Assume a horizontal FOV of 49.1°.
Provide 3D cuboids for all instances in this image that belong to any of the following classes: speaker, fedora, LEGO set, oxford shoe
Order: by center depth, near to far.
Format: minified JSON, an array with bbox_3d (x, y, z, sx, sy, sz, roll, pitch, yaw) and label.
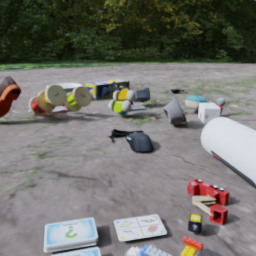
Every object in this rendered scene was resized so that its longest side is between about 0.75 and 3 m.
[{"bbox_3d":[0.091,1.514,3.517,2.290,0.562,1.711,-4,20,-13],"label":"LEGO set"},{"bbox_3d":[2.539,0.526,5.961,1.021,1.021,2.514,-3,17,-11],"label":"speaker"},{"bbox_3d":[1.565,-0.474,9.582,0.549,1.076,1.217,-27,-13,6],"label":"fedora"},{"bbox_3d":[-4.507,-0.955,9.811,0.720,1.986,0.707,54,19,16],"label":"oxford shoe"}]

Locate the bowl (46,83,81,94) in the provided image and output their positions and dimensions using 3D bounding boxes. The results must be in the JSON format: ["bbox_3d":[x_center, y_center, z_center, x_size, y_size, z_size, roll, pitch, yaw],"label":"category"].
[{"bbox_3d":[-3.223,-1.776,14.191,1.738,0.781,1.738,0,16,0],"label":"bowl"}]

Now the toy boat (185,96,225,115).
[{"bbox_3d":[3.162,-0.987,11.407,1.523,0.708,1.280,19,8,36],"label":"toy boat"}]

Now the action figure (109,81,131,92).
[{"bbox_3d":[-0.260,-1.755,13.977,1.437,0.733,0.854,36,12,30],"label":"action figure"}]

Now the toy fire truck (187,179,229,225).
[{"bbox_3d":[1.370,1.244,4.885,0.719,0.248,1.019,-15,21,-39],"label":"toy fire truck"}]

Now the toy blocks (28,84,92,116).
[{"bbox_3d":[-2.751,-0.936,10.829,1.862,0.811,2.234,-2,-10,-40],"label":"toy blocks"}]

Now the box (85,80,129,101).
[{"bbox_3d":[-1.079,-2.092,15.200,0.897,0.823,2.559,14,22,41],"label":"box"}]

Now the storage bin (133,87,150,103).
[{"bbox_3d":[0.494,-1.508,12.638,0.645,0.699,0.961,-5,-2,-23],"label":"storage bin"}]

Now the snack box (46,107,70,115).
[{"bbox_3d":[-2.965,-0.711,11.636,1.030,0.125,0.370,-14,32,-40],"label":"snack box"}]

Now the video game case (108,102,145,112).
[{"bbox_3d":[-0.066,-0.918,12.372,1.276,0.147,1.163,-7,19,-26],"label":"video game case"}]

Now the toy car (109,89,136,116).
[{"bbox_3d":[-0.145,-0.939,10.908,0.934,1.067,0.800,6,-27,34],"label":"toy car"}]

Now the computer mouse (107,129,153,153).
[{"bbox_3d":[0.018,0.266,7.952,1.195,0.392,1.702,-1,16,-8],"label":"computer mouse"}]

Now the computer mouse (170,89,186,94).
[{"bbox_3d":[2.948,-2.099,16.334,0.740,0.243,1.054,15,16,32],"label":"computer mouse"}]

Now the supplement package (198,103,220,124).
[{"bbox_3d":[2.984,-0.545,10.353,0.575,0.582,0.960,0,16,3],"label":"supplement package"}]
